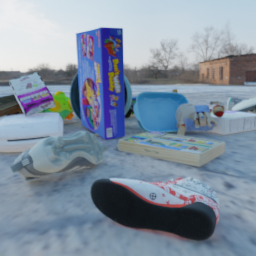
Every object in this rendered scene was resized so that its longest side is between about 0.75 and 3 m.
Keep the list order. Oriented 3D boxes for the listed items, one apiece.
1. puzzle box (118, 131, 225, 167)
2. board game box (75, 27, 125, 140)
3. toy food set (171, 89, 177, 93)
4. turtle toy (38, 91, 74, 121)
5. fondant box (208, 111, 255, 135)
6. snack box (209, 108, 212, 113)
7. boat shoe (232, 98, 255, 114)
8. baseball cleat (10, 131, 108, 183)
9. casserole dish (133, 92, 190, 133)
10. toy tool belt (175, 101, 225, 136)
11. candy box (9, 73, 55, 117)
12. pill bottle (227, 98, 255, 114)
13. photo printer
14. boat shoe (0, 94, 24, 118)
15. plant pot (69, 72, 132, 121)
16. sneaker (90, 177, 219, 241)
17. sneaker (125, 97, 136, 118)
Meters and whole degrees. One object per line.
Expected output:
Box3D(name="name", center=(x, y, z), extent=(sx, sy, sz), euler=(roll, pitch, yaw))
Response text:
Box3D(name="puzzle box", center=(1.022, 0.431, 6.655), extent=(2.141, 0.272, 1.425), euler=(8, 13, 37))
Box3D(name="board game box", center=(-0.868, -1.361, 8.442), extent=(0.671, 2.996, 2.014), euler=(-9, 17, -27))
Box3D(name="toy food set", center=(1.848, -0.931, 11.659), extent=(0.584, 1.298, 0.620), euler=(-10, -13, 1))
Box3D(name="turtle toy", center=(-2.866, -0.698, 10.454), extent=(2.033, 1.027, 1.481), euler=(-11, 27, -38))
Box3D(name="fondant box", center=(3.301, -0.208, 9.348), extent=(1.791, 0.522, 1.292), euler=(-5, 12, -31))
Box3D(name="snack box", center=(1.944, -0.532, 10.762), extent=(2.471, 0.300, 0.888), euler=(-2, 8, 17))
Box3D(name="boat shoe", center=(5.037, -0.835, 10.893), extent=(2.013, 0.622, 0.733), euler=(-20, 16, -5))
Box3D(name="baseball cleat", center=(-1.234, 0.497, 5.108), extent=(1.119, 0.733, 2.103), euler=(-22, -12, 17))
Box3D(name="casserole dish", center=(1.096, -0.454, 8.894), extent=(2.231, 1.351, 0.433), euler=(-3, -19, -27))
Box3D(name="toy tool belt", center=(2.197, -0.184, 8.437), extent=(1.513, 0.930, 0.945), euler=(-4, -32, 6))
Box3D(name="candy box", center=(-2.626, -0.933, 7.631), extent=(0.836, 0.374, 1.226), euler=(-22, 54, -22))
Box3D(name="pill bottle", center=(5.281, -0.983, 12.824), extent=(1.321, 0.747, 0.747), euler=(6, 12, 29))
Box3D(name="photo printer", center=(-2.535, 0.087, 7.237), extent=(1.680, 0.701, 2.019), euler=(-5, 12, -13))
Box3D(name="boat shoe", center=(-3.312, -0.633, 8.605), extent=(0.868, 0.820, 2.413), euler=(10, 26, 25))
Box3D(name="plant pot", center=(-0.763, -1.138, 10.077), extent=(2.207, 2.207, 1.478), euler=(4, 6, 22))
Box3D(name="sneaker", center=(0.362, 0.900, 3.572), extent=(1.559, 0.521, 0.835), euler=(8, 12, 23))
Box3D(name="sneaker", center=(0.072, -0.833, 11.959), extent=(2.481, 1.028, 0.880), euler=(10, -28, -35))
